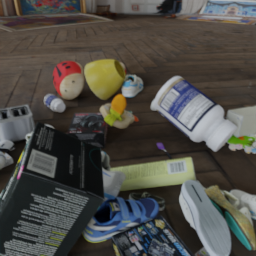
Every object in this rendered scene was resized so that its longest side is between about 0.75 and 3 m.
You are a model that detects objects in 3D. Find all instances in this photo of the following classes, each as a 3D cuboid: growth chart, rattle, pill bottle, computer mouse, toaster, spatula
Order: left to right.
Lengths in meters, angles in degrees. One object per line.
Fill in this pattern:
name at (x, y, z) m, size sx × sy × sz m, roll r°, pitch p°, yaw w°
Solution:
computer mouse at (-4.375, 0.627, 9.809) m, size 0.763 × 0.305 × 1.392 m, roll 15°, pitch 4°, yaw -7°
toaster at (-4.525, -0.109, 10.953) m, size 1.571 × 1.031 × 1.737 m, roll -14°, pitch 32°, yaw -22°
pill bottle at (-3.446, -1.137, 13.204) m, size 0.643 × 0.643 × 1.157 m, roll -21°, pitch 35°, yaw -33°
rattle at (-0.039, -0.799, 11.229) m, size 1.995 × 1.425 × 1.299 m, roll 0°, pitch 30°, yaw -42°
spatula at (1.328, 0.846, 10.151) m, size 0.277 × 0.101 × 0.981 m, roll 4°, pitch 27°, yaw -28°
pill bottle at (2.472, -0.485, 10.363) m, size 2.867 × 1.592 × 1.592 m, roll 43°, pitch 46°, yaw 21°
growth chart at (4.911, 0.493, 10.714) m, size 2.577 × 0.229 × 1.865 m, roll 10°, pitch 31°, yaw 19°

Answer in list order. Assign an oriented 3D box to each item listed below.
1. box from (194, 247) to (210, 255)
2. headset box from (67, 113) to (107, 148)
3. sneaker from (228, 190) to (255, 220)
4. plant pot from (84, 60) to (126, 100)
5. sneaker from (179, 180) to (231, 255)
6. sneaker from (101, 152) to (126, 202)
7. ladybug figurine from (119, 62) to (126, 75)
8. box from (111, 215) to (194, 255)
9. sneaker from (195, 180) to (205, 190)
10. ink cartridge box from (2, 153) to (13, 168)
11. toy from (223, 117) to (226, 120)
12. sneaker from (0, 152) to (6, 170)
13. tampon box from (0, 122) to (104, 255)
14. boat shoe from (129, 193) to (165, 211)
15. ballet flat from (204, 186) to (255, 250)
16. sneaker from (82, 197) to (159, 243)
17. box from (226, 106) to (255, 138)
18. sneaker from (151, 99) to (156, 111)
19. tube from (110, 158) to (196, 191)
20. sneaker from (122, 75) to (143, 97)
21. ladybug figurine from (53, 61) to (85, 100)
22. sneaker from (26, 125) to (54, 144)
box at (1.986, 3.030, 6.170) m, size 0.520 × 0.164 × 0.944 m, roll -22°, pitch 35°, yaw -34°
headset box at (-1.540, 0.036, 11.018) m, size 1.374 × 0.713 × 1.847 m, roll 0°, pitch 31°, yaw 0°
sneaker at (3.490, 2.062, 7.365) m, size 0.670 × 0.707 × 1.751 m, roll -25°, pitch 37°, yaw -35°
plant pot at (-0.980, -2.594, 13.975) m, size 1.431 × 2.016 × 2.016 m, roll -23°, pitch 20°, yaw 24°
sneaker at (1.782, 2.188, 6.644) m, size 0.721 × 0.699 × 1.975 m, roll -3°, pitch 41°, yaw -11°
sneaker at (-1.217, 1.140, 8.232) m, size 2.901 × 1.088 × 1.257 m, roll 27°, pitch 78°, yaw 32°
ladybug figurine at (-0.714, -3.347, 16.894) m, size 1.241 × 0.658 × 1.829 m, roll -54°, pitch 40°, yaw -4°
box at (0.605, 2.874, 6.196) m, size 1.399 × 0.405 × 1.760 m, roll -15°, pitch 32°, yaw -24°
sneaker at (2.057, 1.752, 8.330) m, size 0.873 × 0.309 × 0.319 m, roll 22°, pitch 36°, yaw 34°
ink cartridge box at (-4.832, 1.106, 9.518) m, size 1.298 × 0.282 × 1.286 m, roll 26°, pitch 37°, yaw 36°
toy at (4.387, -0.299, 11.804) m, size 1.525 × 0.360 × 0.878 m, roll -11°, pitch -10°, yaw -23°
sneaker at (-4.629, 1.628, 8.094) m, size 0.920 × 0.949 × 2.597 m, roll 29°, pitch 49°, yaw 30°
tampon box at (-1.823, 1.556, 5.991) m, size 1.587 × 2.515 × 1.885 m, roll 25°, pitch 21°, yaw -21°
boat shoe at (0.529, 1.985, 7.877) m, size 1.052 × 0.335 × 0.372 m, roll 11°, pitch 30°, yaw 20°
ballet flat at (2.649, 2.132, 7.101) m, size 0.727 × 0.727 × 2.057 m, roll -10°, pitch 25°, yaw -17°
sneaker at (-0.131, 2.158, 6.989) m, size 2.071 × 0.852 × 0.766 m, roll -14°, pitch 36°, yaw -22°
box at (4.973, -0.315, 11.235) m, size 2.255 × 0.927 × 0.771 m, roll -8°, pitch 27°, yaw -28°
sneaker at (1.795, -1.124, 13.270) m, size 1.610 × 0.615 × 0.648 m, roll -19°, pitch 39°, yaw -29°
tube at (0.515, 1.443, 8.471) m, size 2.914 × 0.757 × 0.846 m, roll -9°, pitch -14°, yaw 9°
sneaker at (0.276, -2.444, 15.219) m, size 0.904 × 0.954 × 2.362 m, roll 4°, pitch 26°, yaw 13°
ladybug figurine at (-3.173, -2.588, 14.508) m, size 1.005 × 1.896 × 2.793 m, roll 29°, pitch 15°, yaw -41°
sneaker at (-3.207, 0.280, 10.189) m, size 1.090 × 0.695 × 1.885 m, roll 21°, pitch 11°, yaw -41°
